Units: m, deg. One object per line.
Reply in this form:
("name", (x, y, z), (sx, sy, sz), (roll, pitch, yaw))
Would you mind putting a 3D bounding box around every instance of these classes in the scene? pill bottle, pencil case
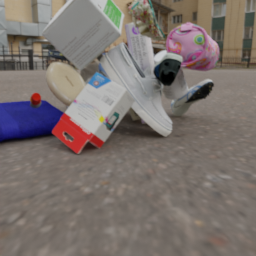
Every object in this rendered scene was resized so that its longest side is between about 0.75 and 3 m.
("pill bottle", (1.307, -1.640, 8.688), (0.806, 1.410, 0.806), (-16, 39, 14))
("pencil case", (1.802, -2.082, 7.508), (1.077, 1.077, 2.463), (7, 11, 24))

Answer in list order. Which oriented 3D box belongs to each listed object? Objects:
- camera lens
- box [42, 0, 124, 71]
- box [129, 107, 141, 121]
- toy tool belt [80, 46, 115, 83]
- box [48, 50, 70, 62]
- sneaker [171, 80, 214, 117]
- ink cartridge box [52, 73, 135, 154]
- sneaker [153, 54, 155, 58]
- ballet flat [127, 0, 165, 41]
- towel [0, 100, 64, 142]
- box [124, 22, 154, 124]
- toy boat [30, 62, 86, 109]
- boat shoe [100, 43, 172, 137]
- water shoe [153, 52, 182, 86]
("camera lens", (-0.961, -0.770, 8.094), (1.456, 1.165, 1.165), (-41, 10, 10))
("box", (-1.083, -2.653, 7.162), (1.532, 1.312, 1.524), (-34, 30, 27))
("box", (0.344, -0.862, 9.426), (0.495, 0.604, 1.273), (-14, 31, 14))
("toy tool belt", (-0.756, -1.881, 9.556), (1.694, 2.714, 1.668), (2, 26, 34))
("box", (-2.095, -2.412, 9.498), (0.976, 0.249, 0.770), (13, 6, 21))
("sneaker", (2.040, -1.077, 9.319), (0.694, 0.700, 1.931), (0, -25, -31))
("ink cartridge box", (-0.815, -0.278, 6.546), (1.034, 1.780, 0.599), (34, -6, 30))
("sneaker", (-0.306, -2.267, 10.292), (2.516, 1.101, 0.936), (-33, 24, 18))
("ballet flat", (0.296, -1.757, 4.646), (0.382, 0.452, 1.196), (-29, -21, 12))
("towel", (-3.231, -0.106, 7.543), (2.812, 0.697, 2.076), (-11, 27, -36))
("box", (0.490, -1.570, 8.180), (0.559, 2.891, 0.599), (-5, 18, 19))
("toy boat", (-1.872, -0.993, 7.229), (1.483, 1.247, 0.689), (-33, 2, -23))
("boat shoe", (0.403, -1.069, 7.492), (0.952, 2.778, 1.000), (-40, -14, 18))
("water shoe", (0.826, -1.230, 6.454), (0.518, 0.572, 1.449), (16, -10, -1))
